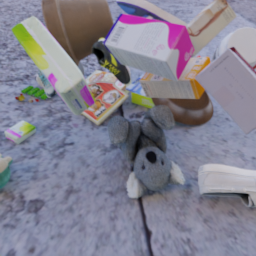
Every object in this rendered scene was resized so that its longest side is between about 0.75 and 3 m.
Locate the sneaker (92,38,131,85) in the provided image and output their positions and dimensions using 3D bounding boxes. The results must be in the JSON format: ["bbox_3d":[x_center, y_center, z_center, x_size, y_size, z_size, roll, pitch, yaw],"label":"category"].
[{"bbox_3d":[-0.583,-2.006,8.854,1.659,0.618,0.702,53,45,-4],"label":"sneaker"}]

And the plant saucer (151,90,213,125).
[{"bbox_3d":[2.241,-1.219,11.175,2.656,0.486,2.656,9,46,-10],"label":"plant saucer"}]

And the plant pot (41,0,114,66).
[{"bbox_3d":[-1.707,-3.811,10.599,2.288,2.624,2.624,-16,39,1],"label":"plant pot"}]

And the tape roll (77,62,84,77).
[{"bbox_3d":[-2.636,-2.708,12.885,1.305,1.305,0.431,24,44,27],"label":"tape roll"}]

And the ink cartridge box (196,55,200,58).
[{"bbox_3d":[3.595,-2.733,13.090,1.194,0.369,1.472,-35,88,-36],"label":"ink cartridge box"}]

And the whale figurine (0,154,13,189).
[{"bbox_3d":[-4.038,1.325,8.361,1.315,0.857,1.653,-27,21,-15],"label":"whale figurine"}]

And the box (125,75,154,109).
[{"bbox_3d":[1.371,-1.368,11.742,2.613,0.623,1.594,21,43,24],"label":"box"}]

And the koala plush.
[{"bbox_3d":[0.611,0.865,8.313,1.995,2.068,2.250,-16,62,-9],"label":"koala plush"}]

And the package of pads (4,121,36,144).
[{"bbox_3d":[-3.896,0.144,10.104,0.689,0.304,0.892,23,43,25],"label":"package of pads"}]

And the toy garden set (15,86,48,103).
[{"bbox_3d":[-4.077,-1.344,12.043,1.285,0.256,1.071,18,40,20],"label":"toy garden set"}]

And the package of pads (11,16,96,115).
[{"bbox_3d":[-1.741,-1.449,6.924,0.734,1.663,2.152,-37,75,-7],"label":"package of pads"}]

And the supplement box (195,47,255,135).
[{"bbox_3d":[2.356,-0.946,5.961,1.423,0.796,2.615,49,28,4],"label":"supplement box"}]

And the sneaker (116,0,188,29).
[{"bbox_3d":[0.525,-2.986,9.219,2.587,1.894,1.042,21,16,-14],"label":"sneaker"}]

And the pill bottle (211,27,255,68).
[{"bbox_3d":[3.435,-2.323,8.882,1.246,1.246,2.203,6,3,8],"label":"pill bottle"}]

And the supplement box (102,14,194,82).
[{"bbox_3d":[0.525,-2.092,7.228,2.003,1.035,1.013,26,82,33],"label":"supplement box"}]

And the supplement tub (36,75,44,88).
[{"bbox_3d":[-3.697,-2.418,12.944,0.783,0.783,1.080,2,38,3],"label":"supplement tub"}]

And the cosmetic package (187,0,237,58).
[{"bbox_3d":[2.805,-3.755,10.694,2.271,0.991,1.174,-44,13,-5],"label":"cosmetic package"}]

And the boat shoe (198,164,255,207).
[{"bbox_3d":[3.345,1.696,7.709,2.824,1.017,0.967,11,66,-1],"label":"boat shoe"}]

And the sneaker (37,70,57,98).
[{"bbox_3d":[-2.485,-1.448,8.462,0.507,0.564,1.306,-33,55,11],"label":"sneaker"}]

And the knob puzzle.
[{"bbox_3d":[-1.258,-1.247,11.191,2.180,0.302,2.180,-5,58,8],"label":"knob puzzle"}]

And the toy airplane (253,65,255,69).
[{"bbox_3d":[5.641,-2.861,13.663,1.103,0.779,1.099,-37,28,10],"label":"toy airplane"}]

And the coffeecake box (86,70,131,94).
[{"bbox_3d":[-0.929,-1.820,12.299,1.770,0.647,1.359,16,41,19],"label":"coffeecake box"}]

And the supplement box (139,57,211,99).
[{"bbox_3d":[1.419,-1.483,8.329,1.845,0.678,1.163,7,48,40],"label":"supplement box"}]
